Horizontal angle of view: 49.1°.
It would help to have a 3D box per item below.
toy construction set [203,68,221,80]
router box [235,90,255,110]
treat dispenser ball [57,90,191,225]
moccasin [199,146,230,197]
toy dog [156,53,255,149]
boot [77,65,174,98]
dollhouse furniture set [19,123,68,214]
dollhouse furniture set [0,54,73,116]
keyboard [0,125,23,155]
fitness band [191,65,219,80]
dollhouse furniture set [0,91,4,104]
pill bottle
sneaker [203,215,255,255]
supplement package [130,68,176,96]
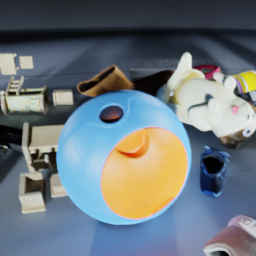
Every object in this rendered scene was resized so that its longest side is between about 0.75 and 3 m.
[{"bbox_3d":[4.548,-2.844,14.970,1.108,0.510,0.726,-22,30,-19],"label":"toy construction set"},{"bbox_3d":[3.508,-0.654,8.917,1.468,1.154,0.383,-14,65,3],"label":"router box"},{"bbox_3d":[-0.082,0.517,5.215,2.433,2.433,2.433,0,24,0],"label":"treat dispenser ball"},{"bbox_3d":[2.051,0.866,6.538,0.731,0.620,1.818,5,25,11],"label":"moccasin"},{"bbox_3d":[2.189,-0.441,7.611,2.463,2.388,1.718,29,64,22],"label":"toy dog"},{"bbox_3d":[0.097,-1.504,8.966,2.545,0.926,2.704,-20,-20,21],"label":"boot"},{"bbox_3d":[-1.158,0.926,6.349,2.213,1.231,1.958,-4,49,-10],"label":"dollhouse furniture set"},{"bbox_3d":[-3.363,-1.657,10.302,2.394,2.118,1.331,-3,25,-5],"label":"dollhouse furniture set"},{"bbox_3d":[-3.371,0.400,7.988,2.513,0.322,1.509,9,19,21],"label":"keyboard"},{"bbox_3d":[3.717,-2.851,14.695,2.071,0.387,1.487,-19,29,-13],"label":"fitness band"},{"bbox_3d":[-5.442,-1.069,11.400,0.991,0.484,0.845,-19,19,16],"label":"dollhouse furniture set"},{"bbox_3d":[4.497,-1.597,11.200,2.434,1.269,1.269,-18,30,-34],"label":"pill bottle"},{"bbox_3d":[1.974,2.145,3.648,1.067,0.878,2.319,-21,23,-24],"label":"sneaker"},{"bbox_3d":[1.104,-1.826,11.885,2.011,1.115,1.566,-2,24,-2],"label":"supplement package"}]
